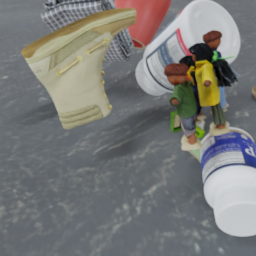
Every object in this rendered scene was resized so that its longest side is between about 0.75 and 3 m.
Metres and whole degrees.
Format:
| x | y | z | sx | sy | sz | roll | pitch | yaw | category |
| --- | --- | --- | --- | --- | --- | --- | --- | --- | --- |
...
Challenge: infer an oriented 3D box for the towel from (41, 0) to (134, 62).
| x | y | z | sx | sy | sz | roll | pitch | yaw | category |
| --- | --- | --- | --- | --- | --- | --- | --- | --- | --- |
| -1.255 | -3.198 | 9.114 | 2.209 | 2.667 | 1.141 | 6 | 66 | 25 | towel |

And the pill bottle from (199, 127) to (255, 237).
| x | y | z | sx | sy | sz | roll | pitch | yaw | category |
| --- | --- | --- | --- | --- | --- | --- | --- | --- | --- |
| 2.607 | 1.259 | 6.931 | 1.506 | 1.506 | 2.517 | 4 | 35 | 6 | pill bottle |

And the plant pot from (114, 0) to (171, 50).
| x | y | z | sx | sy | sz | roll | pitch | yaw | category |
| --- | --- | --- | --- | --- | --- | --- | --- | --- | --- |
| 0.318 | -4.385 | 11.126 | 2.295 | 2.030 | 2.295 | 21 | 4 | -1 | plant pot |

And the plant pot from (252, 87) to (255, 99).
| x | y | z | sx | sy | sz | roll | pitch | yaw | category |
| --- | --- | --- | --- | --- | --- | --- | --- | --- | --- |
| 5.620 | -1.325 | 11.621 | 0.983 | 0.454 | 0.983 | 0 | 34 | 0 | plant pot |

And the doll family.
| x | y | z | sx | sy | sz | roll | pitch | yaw | category |
| --- | --- | --- | --- | --- | --- | --- | --- | --- | --- |
| 1.271 | -0.786 | 4.726 | 1.028 | 1.515 | 2.621 | -12 | 15 | 17 | doll family |

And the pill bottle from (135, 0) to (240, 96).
| x | y | z | sx | sy | sz | roll | pitch | yaw | category |
| --- | --- | --- | --- | --- | --- | --- | --- | --- | --- |
| 1.364 | -1.888 | 7.477 | 1.654 | 1.654 | 2.766 | -22 | -2 | -28 | pill bottle |

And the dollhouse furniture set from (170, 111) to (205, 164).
| x | y | z | sx | sy | sz | roll | pitch | yaw | category |
| --- | --- | --- | --- | --- | --- | --- | --- | --- | --- |
| 2.189 | 0.180 | 9.155 | 0.994 | 0.768 | 1.988 | -17 | 38 | -22 | dollhouse furniture set |

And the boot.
| x | y | z | sx | sy | sz | roll | pitch | yaw | category |
| --- | --- | --- | --- | --- | --- | --- | --- | --- | --- |
| -0.732 | -1.403 | 6.511 | 2.735 | 2.126 | 0.996 | -34 | 32 | -21 | boot |
